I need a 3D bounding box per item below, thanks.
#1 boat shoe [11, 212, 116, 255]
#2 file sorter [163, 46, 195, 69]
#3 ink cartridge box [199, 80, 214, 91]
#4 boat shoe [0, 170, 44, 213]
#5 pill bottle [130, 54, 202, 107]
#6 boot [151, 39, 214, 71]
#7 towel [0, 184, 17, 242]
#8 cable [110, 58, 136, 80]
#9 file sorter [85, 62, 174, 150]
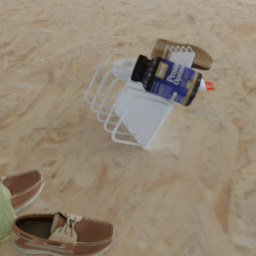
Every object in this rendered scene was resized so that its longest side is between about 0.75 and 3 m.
[{"bbox_3d":[-1.559,2.495,6.654,2.524,0.906,0.956,-1,39,-2],"label":"boat shoe"},{"bbox_3d":[1.580,-2.251,8.847,0.802,0.499,0.556,13,80,35],"label":"file sorter"},{"bbox_3d":[3.396,-2.002,12.765,0.958,0.273,0.779,-1,39,6],"label":"ink cartridge box"},{"bbox_3d":[-3.588,1.813,7.428,2.761,0.991,1.045,-25,45,-28],"label":"boat shoe"},{"bbox_3d":[1.154,-1.521,8.731,2.030,1.135,1.135,21,41,2],"label":"pill bottle"},{"bbox_3d":[1.828,-2.025,10.053,2.308,1.920,0.835,28,51,23],"label":"boot"},{"bbox_3d":[-3.338,2.173,6.911,1.009,1.360,0.248,-24,6,-33],"label":"towel"},{"bbox_3d":[-0.050,-2.862,13.505,1.451,0.502,1.451,-17,43,-11],"label":"cable"},{"bbox_3d":[-0.126,-0.833,9.621,1.641,1.829,2.636,11,28,-38],"label":"file sorter"}]
